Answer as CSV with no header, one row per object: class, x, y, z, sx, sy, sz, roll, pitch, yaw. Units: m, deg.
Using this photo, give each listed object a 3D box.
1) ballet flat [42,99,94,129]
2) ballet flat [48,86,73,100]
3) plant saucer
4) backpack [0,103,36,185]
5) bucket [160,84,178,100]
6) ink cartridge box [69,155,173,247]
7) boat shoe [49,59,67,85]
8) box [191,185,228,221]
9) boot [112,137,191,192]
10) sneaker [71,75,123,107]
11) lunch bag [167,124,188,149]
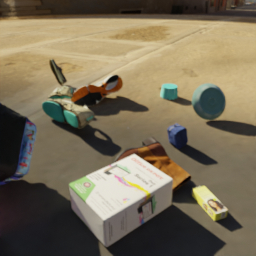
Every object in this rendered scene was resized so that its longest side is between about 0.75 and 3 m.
ballet flat,-2.267,-0.627,10.912,1.028,0.926,2.731,-26,31,-37
ballet flat,-3.008,-1.553,12.619,1.645,0.619,0.558,-4,-17,42
plant saucer,3.326,-1.066,11.296,1.515,1.515,0.272,-6,0,-12
backpack,-3.844,0.625,7.652,2.242,1.508,2.047,-24,53,30
bucket,1.993,-1.762,13.553,0.865,0.563,0.865,1,28,-1
ink cartridge box,-0.143,1.632,6.833,2.073,0.870,1.501,-21,35,-34
boat shoe,-3.785,-3.044,15.149,0.485,1.475,0.527,-26,3,-31
box,2.028,1.868,7.067,0.379,0.252,1.007,-11,29,-20
boot,0.597,1.273,7.954,1.686,0.613,1.791,-25,52,-19
sneaker,-1.527,-1.648,13.216,2.597,0.983,1.195,-25,8,-23
lunch bag,1.653,0.240,9.548,0.530,0.781,0.516,-23,30,-22
